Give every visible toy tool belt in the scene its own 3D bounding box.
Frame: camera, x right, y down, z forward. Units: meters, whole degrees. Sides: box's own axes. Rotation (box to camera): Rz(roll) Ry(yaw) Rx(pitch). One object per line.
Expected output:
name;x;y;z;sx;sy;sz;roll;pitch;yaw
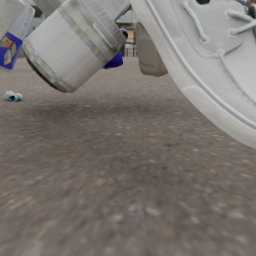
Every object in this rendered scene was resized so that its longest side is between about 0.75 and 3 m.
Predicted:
toy tool belt;1.087;-3.019;8.610;1.694;2.714;1.668;22;42;40

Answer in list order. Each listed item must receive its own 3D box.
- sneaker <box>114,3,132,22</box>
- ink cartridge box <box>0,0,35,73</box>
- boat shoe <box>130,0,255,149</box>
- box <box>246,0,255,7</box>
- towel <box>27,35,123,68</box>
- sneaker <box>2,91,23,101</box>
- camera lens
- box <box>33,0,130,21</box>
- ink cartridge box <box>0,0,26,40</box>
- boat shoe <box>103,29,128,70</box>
sneaker;-0.922;-4.434;10.629;2.516;1.101;0.936;-29;32;39
ink cartridge box;-3.783;-2.914;7.886;0.514;2.161;2.187;23;1;20
boat shoe;0.977;-1.090;3.191;1.000;0.952;2.778;-2;56;-34
box;2.522;-2.952;5.871;0.559;2.891;0.599;2;5;3
towel;-1.758;-2.343;8.854;2.812;0.697;2.076;5;15;-22
sneaker;-4.606;-1.232;10.973;0.909;0.353;0.392;6;21;19
camera lens;-0.913;-1.398;4.736;1.456;1.165;1.165;-40;16;7
box;-1.038;-2.918;6.107;1.532;1.524;1.312;-53;36;-13
ink cartridge box;-2.512;-1.572;4.497;0.599;1.780;1.034;32;14;-45
boat shoe;-0.491;-2.876;10.336;0.569;1.628;0.539;31;12;-22
